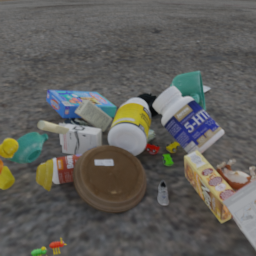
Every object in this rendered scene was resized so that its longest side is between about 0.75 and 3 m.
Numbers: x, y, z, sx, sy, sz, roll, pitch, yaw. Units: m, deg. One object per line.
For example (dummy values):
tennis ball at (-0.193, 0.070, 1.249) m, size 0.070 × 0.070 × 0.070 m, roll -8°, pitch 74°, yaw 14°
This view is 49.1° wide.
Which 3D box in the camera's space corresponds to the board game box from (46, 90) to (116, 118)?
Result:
board game box at (-2.111, -1.085, 12.675) m, size 2.556 × 0.575 × 1.944 m, roll -3°, pitch 28°, yaw -37°

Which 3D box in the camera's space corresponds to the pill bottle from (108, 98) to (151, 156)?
pill bottle at (0.143, -0.151, 10.546) m, size 1.369 × 1.369 × 2.445 m, roll 5°, pitch 34°, yaw 8°

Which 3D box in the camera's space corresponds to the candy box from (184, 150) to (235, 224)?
candy box at (2.356, 1.682, 8.183) m, size 0.521 × 1.087 × 1.883 m, roll -24°, pitch 45°, yaw -9°

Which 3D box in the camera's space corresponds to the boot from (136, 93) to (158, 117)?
boot at (0.906, -1.142, 13.340) m, size 1.700 × 0.629 × 1.393 m, roll -21°, pitch 40°, yaw -41°

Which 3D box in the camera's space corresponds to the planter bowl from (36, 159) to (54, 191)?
planter bowl at (-2.384, 1.316, 7.918) m, size 0.383 × 0.920 × 0.920 m, roll 8°, pitch 29°, yaw -22°

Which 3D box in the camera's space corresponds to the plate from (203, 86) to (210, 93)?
plate at (3.771, -2.085, 15.223) m, size 1.039 × 0.168 × 1.037 m, roll 26°, pitch 40°, yaw 34°

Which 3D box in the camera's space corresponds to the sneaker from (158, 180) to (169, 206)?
sneaker at (1.072, 2.015, 8.715) m, size 0.327 × 0.359 × 0.876 m, roll -3°, pitch 36°, yaw -2°

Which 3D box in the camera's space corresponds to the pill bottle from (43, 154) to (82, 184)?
pill bottle at (-2.053, 1.373, 9.245) m, size 1.531 × 0.859 × 0.859 m, roll -8°, pitch 34°, yaw -14°

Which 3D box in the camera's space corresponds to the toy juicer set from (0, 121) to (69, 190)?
toy juicer set at (-3.290, 0.521, 8.735) m, size 0.802 × 1.875 × 2.947 m, roll 41°, pitch 74°, yaw 17°

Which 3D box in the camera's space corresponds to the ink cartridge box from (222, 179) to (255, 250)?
ink cartridge box at (3.661, 1.679, 6.711) m, size 2.430 × 2.141 × 0.543 m, roll -35°, pitch 18°, yaw 7°

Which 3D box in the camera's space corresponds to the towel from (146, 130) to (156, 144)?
towel at (0.178, 0.300, 11.369) m, size 1.521 × 0.366 × 1.302 m, roll 21°, pitch 38°, yaw 30°

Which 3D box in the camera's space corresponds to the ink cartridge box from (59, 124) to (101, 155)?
ink cartridge box at (-1.896, 0.470, 10.462) m, size 1.729 × 1.001 × 0.576 m, roll 8°, pitch 25°, yaw 12°

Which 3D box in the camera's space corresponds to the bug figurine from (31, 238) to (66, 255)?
bug figurine at (-1.793, 2.959, 6.496) m, size 0.843 × 0.280 × 1.087 m, roll -6°, pitch 10°, yaw -22°

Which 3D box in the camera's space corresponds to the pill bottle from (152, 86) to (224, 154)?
pill bottle at (2.089, -0.256, 10.168) m, size 1.474 × 1.474 × 2.463 m, roll -31°, pitch 74°, yaw -39°

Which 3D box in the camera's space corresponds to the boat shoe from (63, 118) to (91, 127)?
boat shoe at (-2.013, -0.043, 11.434) m, size 0.702 × 0.580 × 1.876 m, roll 27°, pitch 0°, yaw -40°

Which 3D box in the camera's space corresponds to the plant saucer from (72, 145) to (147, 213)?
plant saucer at (-0.518, 1.470, 8.784) m, size 2.392 × 0.352 × 2.392 m, roll 9°, pitch 49°, yaw -11°

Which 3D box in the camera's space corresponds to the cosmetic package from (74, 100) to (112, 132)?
cosmetic package at (-1.386, -0.486, 11.236) m, size 0.680 × 1.316 × 0.574 m, roll -57°, pitch 31°, yaw -12°

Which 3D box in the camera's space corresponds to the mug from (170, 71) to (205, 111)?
mug at (2.645, -1.614, 12.683) m, size 1.385 × 1.841 × 2.240 m, roll -7°, pitch -14°, yaw 20°

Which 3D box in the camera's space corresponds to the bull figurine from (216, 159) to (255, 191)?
bull figurine at (3.577, 1.623, 8.624) m, size 1.838 × 1.116 × 0.598 m, roll 13°, pitch 47°, yaw 34°

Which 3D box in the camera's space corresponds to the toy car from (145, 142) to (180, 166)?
toy car at (1.357, 1.016, 10.330) m, size 1.351 × 0.301 × 1.271 m, roll -5°, pitch 34°, yaw -6°
